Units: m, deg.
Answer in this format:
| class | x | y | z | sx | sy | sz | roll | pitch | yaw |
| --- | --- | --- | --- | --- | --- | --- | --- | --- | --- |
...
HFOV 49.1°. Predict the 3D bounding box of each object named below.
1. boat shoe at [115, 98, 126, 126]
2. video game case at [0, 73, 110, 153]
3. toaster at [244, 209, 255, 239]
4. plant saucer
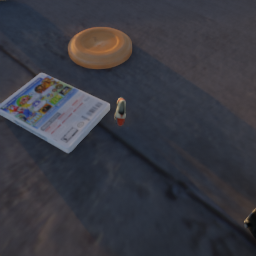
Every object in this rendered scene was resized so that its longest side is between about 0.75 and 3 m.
| class | x | y | z | sx | sy | sz | roll | pitch | yaw |
| --- | --- | --- | --- | --- | --- | --- | --- | --- | --- |
| boat shoe | -0.183 | -0.386 | 7.252 | 0.276 | 0.774 | 0.242 | 0 | 22 | -14 |
| video game case | -2.088 | -0.545 | 7.871 | 2.610 | 0.235 | 1.869 | 26 | 55 | 20 |
| toaster | 3.560 | 1.938 | 4.239 | 1.723 | 2.626 | 2.904 | -16 | 52 | -13 |
| plant saucer | -0.973 | -2.877 | 9.732 | 2.227 | 0.359 | 2.227 | 0 | 49 | 0 |
